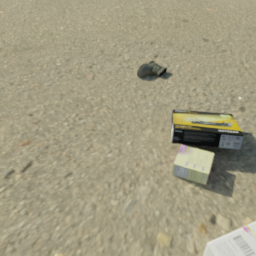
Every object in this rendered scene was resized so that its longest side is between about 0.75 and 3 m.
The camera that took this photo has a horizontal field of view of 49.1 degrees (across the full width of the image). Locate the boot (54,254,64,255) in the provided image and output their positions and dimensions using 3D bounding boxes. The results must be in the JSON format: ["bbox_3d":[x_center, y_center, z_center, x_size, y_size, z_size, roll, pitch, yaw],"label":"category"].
[{"bbox_3d":[-1.004,3.750,6.516,1.474,0.690,1.896,-10,42,-12],"label":"boot"}]

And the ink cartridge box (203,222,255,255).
[{"bbox_3d":[3.342,3.320,6.762,2.444,1.034,1.766,-16,42,-16],"label":"ink cartridge box"}]

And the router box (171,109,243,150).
[{"bbox_3d":[2.902,0.000,10.756,2.462,0.643,1.936,5,26,5],"label":"router box"}]

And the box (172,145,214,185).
[{"bbox_3d":[2.240,1.251,9.648,1.184,0.572,1.041,15,42,17],"label":"box"}]

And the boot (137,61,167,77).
[{"bbox_3d":[1.303,-3.041,14.937,1.056,0.547,1.617,33,51,26],"label":"boot"}]
